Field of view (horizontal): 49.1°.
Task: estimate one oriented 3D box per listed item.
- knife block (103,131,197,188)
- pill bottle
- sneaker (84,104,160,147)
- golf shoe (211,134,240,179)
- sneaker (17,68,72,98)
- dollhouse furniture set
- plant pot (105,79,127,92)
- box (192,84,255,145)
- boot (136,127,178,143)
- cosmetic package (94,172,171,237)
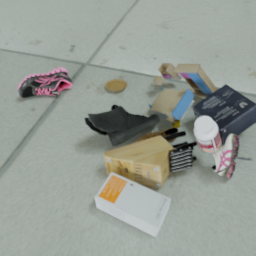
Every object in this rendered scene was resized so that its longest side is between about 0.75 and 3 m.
[{"bbox_3d":[0.922,0.895,10.015,2.886,0.923,2.534,7,32,24],"label":"knife block"},{"bbox_3d":[2.617,0.199,9.276,0.778,1.377,0.778,-12,57,18],"label":"pill bottle"},{"bbox_3d":[-0.129,-0.340,10.754,2.903,0.872,1.514,-29,91,-31],"label":"sneaker"},{"bbox_3d":[3.241,0.939,9.432,0.823,1.788,0.649,20,40,29],"label":"golf shoe"},{"bbox_3d":[-3.757,-1.899,12.930,2.577,1.018,1.229,-27,62,-22],"label":"sneaker"},{"bbox_3d":[2.119,-1.209,12.299,2.562,1.771,2.714,19,73,53],"label":"dollhouse furniture set"},{"bbox_3d":[-0.569,-2.027,13.451,1.050,0.144,1.050,-1,40,1],"label":"plant pot"},{"bbox_3d":[3.798,-0.548,11.022,1.720,1.027,1.749,-34,45,-5],"label":"box"},{"bbox_3d":[1.114,0.350,10.755,1.742,0.657,0.641,-18,71,-12],"label":"boot"},{"bbox_3d":[0.135,2.358,8.761,2.116,0.754,1.073,20,51,18],"label":"cosmetic package"}]
